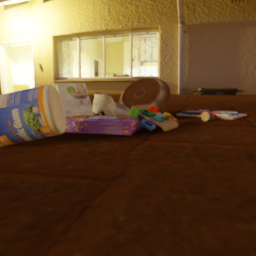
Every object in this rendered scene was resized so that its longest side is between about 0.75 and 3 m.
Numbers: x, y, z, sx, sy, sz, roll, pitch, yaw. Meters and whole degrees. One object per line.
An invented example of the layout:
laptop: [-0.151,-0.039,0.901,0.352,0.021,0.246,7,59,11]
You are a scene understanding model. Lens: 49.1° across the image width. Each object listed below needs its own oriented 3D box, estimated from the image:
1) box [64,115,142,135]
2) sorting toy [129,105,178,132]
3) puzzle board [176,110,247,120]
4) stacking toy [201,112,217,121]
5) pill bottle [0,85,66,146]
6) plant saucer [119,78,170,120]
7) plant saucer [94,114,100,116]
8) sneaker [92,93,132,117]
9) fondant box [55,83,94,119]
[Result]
box: [-0.851,-0.136,10.026,2.436,0.476,1.667,2,9,14]
sorting toy: [1.069,-0.489,10.490,1.545,0.374,2.744,34,22,22]
puzzle board: [4.389,-0.734,14.758,2.991,0.260,2.254,7,12,37]
stacking toy: [3.813,-0.500,12.997,1.000,0.427,0.427,2,5,-44]
pill bottle: [-3.012,-0.257,7.429,2.420,1.356,1.356,-12,8,3]
plant saucer: [0.646,-1.493,13.147,2.622,2.622,0.480,5,-33,30]
plant saucer: [-1.092,-0.650,13.707,1.262,0.231,1.262,-11,6,1]
sneaker: [-0.680,-0.665,11.479,2.186,0.952,0.815,26,-12,-41]
fondant box: [-2.444,-1.154,12.646,1.356,1.879,0.547,-4,-31,-26]
